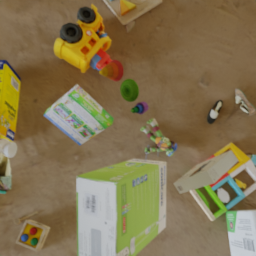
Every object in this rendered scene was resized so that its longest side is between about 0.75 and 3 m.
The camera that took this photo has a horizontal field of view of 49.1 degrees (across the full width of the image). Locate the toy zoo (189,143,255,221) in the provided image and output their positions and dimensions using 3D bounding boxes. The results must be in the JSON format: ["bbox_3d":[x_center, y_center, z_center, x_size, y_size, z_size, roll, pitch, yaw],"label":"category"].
[{"bbox_3d":[3.363,1.697,9.621,2.630,0.269,1.726,-33,75,-10],"label":"toy zoo"}]

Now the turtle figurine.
[{"bbox_3d":[0.881,0.469,9.625,1.433,1.031,1.389,-28,71,-12],"label":"turtle figurine"}]

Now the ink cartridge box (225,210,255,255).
[{"bbox_3d":[3.872,3.842,7.995,1.210,2.101,2.879,-1,73,-2],"label":"ink cartridge box"}]

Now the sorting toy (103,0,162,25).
[{"bbox_3d":[0.425,-5.896,11.926,2.980,0.439,2.203,-35,75,-10],"label":"sorting toy"}]

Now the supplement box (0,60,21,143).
[{"bbox_3d":[-4.819,-0.887,9.819,1.425,1.434,2.619,-2,73,0],"label":"supplement box"}]

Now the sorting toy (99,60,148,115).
[{"bbox_3d":[-0.214,-1.133,8.013,0.667,0.672,1.938,-18,67,-46],"label":"sorting toy"}]

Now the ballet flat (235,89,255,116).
[{"bbox_3d":[4.264,-0.942,10.406,0.388,0.392,1.153,-33,74,-4],"label":"ballet flat"}]

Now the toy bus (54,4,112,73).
[{"bbox_3d":[-1.394,-3.187,10.646,2.111,1.492,2.199,37,73,-3],"label":"toy bus"}]

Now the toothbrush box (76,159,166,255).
[{"bbox_3d":[-0.028,1.802,6.529,1.057,2.455,1.787,2,95,31],"label":"toothbrush box"}]

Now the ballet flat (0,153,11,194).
[{"bbox_3d":[-3.264,1.040,6.440,1.018,2.946,1.048,14,79,-6],"label":"ballet flat"}]

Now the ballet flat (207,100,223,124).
[{"bbox_3d":[3.201,-0.626,10.314,0.346,0.348,1.017,27,75,7],"label":"ballet flat"}]

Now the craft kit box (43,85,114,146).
[{"bbox_3d":[-1.349,-0.297,7.619,1.382,1.365,0.335,44,36,-23],"label":"craft kit box"}]

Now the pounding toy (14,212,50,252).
[{"bbox_3d":[-3.191,3.211,9.002,1.185,0.542,1.041,19,74,6],"label":"pounding toy"}]

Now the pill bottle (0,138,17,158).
[{"bbox_3d":[-3.636,0.551,7.743,0.991,0.556,0.556,6,72,11],"label":"pill bottle"}]

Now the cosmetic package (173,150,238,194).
[{"bbox_3d":[2.028,1.192,7.435,1.103,1.463,0.378,-27,82,-33],"label":"cosmetic package"}]
